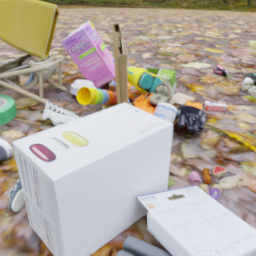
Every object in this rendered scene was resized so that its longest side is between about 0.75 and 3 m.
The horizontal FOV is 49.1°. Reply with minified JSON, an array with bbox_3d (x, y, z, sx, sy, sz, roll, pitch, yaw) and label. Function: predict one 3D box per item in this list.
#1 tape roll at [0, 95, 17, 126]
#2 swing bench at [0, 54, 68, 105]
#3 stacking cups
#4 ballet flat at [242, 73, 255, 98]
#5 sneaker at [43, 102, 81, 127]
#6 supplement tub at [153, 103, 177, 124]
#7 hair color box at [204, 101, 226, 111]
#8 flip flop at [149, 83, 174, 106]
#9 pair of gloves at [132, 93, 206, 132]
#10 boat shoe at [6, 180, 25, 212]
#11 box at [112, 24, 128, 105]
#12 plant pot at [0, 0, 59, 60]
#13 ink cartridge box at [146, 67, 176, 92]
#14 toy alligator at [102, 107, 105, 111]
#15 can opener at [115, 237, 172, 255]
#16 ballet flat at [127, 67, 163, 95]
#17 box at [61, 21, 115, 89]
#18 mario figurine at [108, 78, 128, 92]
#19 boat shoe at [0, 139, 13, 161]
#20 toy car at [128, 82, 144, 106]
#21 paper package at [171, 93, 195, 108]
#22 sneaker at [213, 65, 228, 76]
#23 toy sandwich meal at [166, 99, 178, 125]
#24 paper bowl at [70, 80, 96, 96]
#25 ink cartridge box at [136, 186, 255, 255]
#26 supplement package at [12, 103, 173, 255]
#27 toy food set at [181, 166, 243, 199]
[{"bbox_3d":[-5.572,-0.651,10.918,2.241,0.539,2.241,0,29,0],"label":"tape roll"},{"bbox_3d":[-4.244,-2.229,12.037,2.621,1.700,2.607,8,22,2],"label":"swing bench"},{"bbox_3d":[-1.125,-1.277,11.209,0.703,0.703,2.324,14,11,23],"label":"stacking cups"},{"bbox_3d":[5.850,-1.912,12.945,0.843,0.838,2.465,-13,30,-6],"label":"ballet flat"},{"bbox_3d":[-2.302,-0.301,10.273,1.767,0.716,0.664,23,-4,8],"label":"sneaker"},{"bbox_3d":[1.152,-0.232,9.444,0.717,1.087,0.717,21,-11,4],"label":"supplement tub"},{"bbox_3d":[3.621,-0.904,11.656,0.819,0.262,0.454,4,29,4],"label":"hair color box"},{"bbox_3d":[1.267,-1.360,10.541,0.748,0.531,1.844,13,30,19],"label":"flip flop"},{"bbox_3d":[1.465,-0.613,10.164,2.717,0.336,2.421,15,30,6],"label":"pair of gloves"},{"bbox_3d":[-2.742,1.630,6.903,0.360,0.436,1.165,0,28,-2],"label":"boat shoe"},{"bbox_3d":[-0.283,-1.898,10.202,0.315,2.958,2.418,-6,43,-4],"label":"box"},{"bbox_3d":[-4.381,-4.399,11.998,2.279,2.213,2.228,15,14,-13],"label":"plant pot"},{"bbox_3d":[1.475,-2.176,13.046,1.421,1.050,0.538,14,55,24],"label":"ink cartridge box"},{"bbox_3d":[-0.682,-0.271,9.794,0.386,0.421,1.421,-24,47,-26],"label":"toy alligator"},{"bbox_3d":[1.069,2.574,4.816,2.815,0.936,0.741,10,29,28],"label":"can opener"},{"bbox_3d":[0.689,-1.830,11.400,0.965,0.962,2.879,27,4,25],"label":"ballet flat"},{"bbox_3d":[-1.795,-3.618,13.824,1.283,2.654,2.334,-29,24,15],"label":"box"},{"bbox_3d":[-0.265,-2.119,13.678,1.036,0.889,1.678,43,44,-8],"label":"mario figurine"},{"bbox_3d":[-4.612,0.556,8.583,2.181,0.782,0.739,20,33,19],"label":"boat shoe"},{"bbox_3d":[0.366,-1.268,11.599,1.371,0.930,2.795,-7,28,-12],"label":"toy car"},{"bbox_3d":[2.136,-1.029,11.642,0.947,0.490,0.902,-25,37,-39],"label":"paper package"},{"bbox_3d":[5.112,-3.100,15.576,0.531,0.440,1.114,-25,31,-4],"label":"sneaker"},{"bbox_3d":[1.163,-0.625,10.734,1.872,0.641,1.872,0,29,0],"label":"toy sandwich meal"},{"bbox_3d":[-2.022,-1.810,12.689,1.160,0.603,1.160,9,20,-3],"label":"paper bowl"},{"bbox_3d":[1.440,1.997,5.714,2.039,0.415,2.043,1,24,-37],"label":"ink cartridge box"},{"bbox_3d":[-0.611,1.038,6.080,2.874,2.238,1.593,-23,37,-37],"label":"supplement package"},{"bbox_3d":[2.207,1.388,7.510,1.669,0.263,1.061,-22,36,-34],"label":"toy food set"}]
